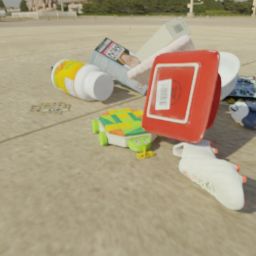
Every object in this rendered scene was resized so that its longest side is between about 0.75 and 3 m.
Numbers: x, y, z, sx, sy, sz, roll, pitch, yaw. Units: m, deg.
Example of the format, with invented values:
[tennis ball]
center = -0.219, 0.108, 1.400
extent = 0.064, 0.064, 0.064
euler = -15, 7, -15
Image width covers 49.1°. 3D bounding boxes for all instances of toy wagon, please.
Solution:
[toy wagon]
center = 0.091, 0.079, 8.427
extent = 2.001, 0.510, 2.579
euler = -9, 26, -18

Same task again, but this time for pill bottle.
[pill bottle]
center = -1.884, -1.958, 11.686
extent = 2.634, 1.463, 1.463
euler = 22, 33, 40

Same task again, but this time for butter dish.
[butter dish]
center = 1.658, -0.789, 7.482
extent = 1.646, 2.227, 2.221
euler = 7, 4, -40

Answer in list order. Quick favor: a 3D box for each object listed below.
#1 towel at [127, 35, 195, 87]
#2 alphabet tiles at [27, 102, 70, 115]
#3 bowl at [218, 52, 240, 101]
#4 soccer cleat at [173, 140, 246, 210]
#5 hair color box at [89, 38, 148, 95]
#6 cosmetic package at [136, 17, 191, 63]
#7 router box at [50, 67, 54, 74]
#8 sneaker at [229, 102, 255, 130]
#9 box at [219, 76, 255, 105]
[towel]
center = 1.352, -2.297, 10.212
extent = 2.371, 0.382, 2.264
euler = -31, -12, 18
[alphabet tiles]
center = -3.033, -0.753, 10.797
extent = 1.503, 0.048, 1.251
euler = -3, 24, -5
[bowl]
center = 3.035, -1.658, 10.493
extent = 2.419, 1.087, 2.419
euler = -22, 38, 18
[soccer cleat]
center = 1.694, 0.972, 6.171
extent = 1.023, 0.914, 2.638
euler = -6, 18, -2
[hair color box]
center = -0.157, -2.750, 12.396
extent = 2.774, 0.841, 1.373
euler = 30, 45, -2
[cosmetic package]
center = 1.260, -3.101, 10.354
extent = 1.030, 0.727, 1.990
euler = -35, 1, -32
[router box]
center = -3.539, -3.070, 15.387
extent = 1.189, 0.395, 1.512
euler = -10, 27, -21
[sneaker]
center = 4.287, -0.662, 9.534
extent = 1.508, 0.829, 2.059
euler = 22, 39, 24
[box]
center = 4.331, -1.592, 11.642
extent = 2.484, 0.495, 1.701
euler = 4, 39, 9
